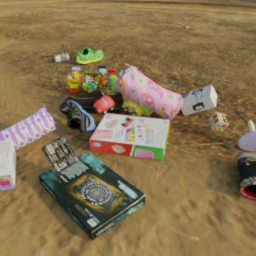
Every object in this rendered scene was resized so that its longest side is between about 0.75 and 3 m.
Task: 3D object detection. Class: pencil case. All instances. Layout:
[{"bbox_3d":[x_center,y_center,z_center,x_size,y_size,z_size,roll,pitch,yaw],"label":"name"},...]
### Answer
[{"bbox_3d":[-3.655,0.102,9.739,2.260,0.948,0.966,-31,76,-17],"label":"pencil case"},{"bbox_3d":[0.841,-1.435,11.461,2.830,1.237,1.237,31,34,-4],"label":"pencil case"}]

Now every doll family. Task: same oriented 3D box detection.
[{"bbox_3d":[-1.451,-1.978,13.423,0.384,0.565,0.977,12,-4,26],"label":"doll family"}]

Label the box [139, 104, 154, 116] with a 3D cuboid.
[{"bbox_3d":[0.915,-0.983,12.556,0.690,0.270,1.131,20,43,29],"label":"box"}]

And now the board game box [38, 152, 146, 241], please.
[{"bbox_3d":[-1.082,1.765,8.058,1.852,0.386,2.738,-25,39,-34],"label":"board game box"}]

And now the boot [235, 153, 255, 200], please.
[{"bbox_3d":[4.271,1.441,8.210,2.100,0.769,1.582,6,31,17],"label":"boot"}]

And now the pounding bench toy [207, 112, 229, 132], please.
[{"bbox_3d":[3.355,-0.103,10.630,0.471,0.758,0.592,13,46,-16],"label":"pounding bench toy"}]

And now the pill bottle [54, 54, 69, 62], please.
[{"bbox_3d":[-4.326,-4.532,18.251,0.828,0.468,0.468,-17,35,-26],"label":"pill bottle"}]

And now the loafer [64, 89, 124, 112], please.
[{"bbox_3d":[-1.420,-1.220,12.176,2.606,0.930,0.951,3,0,-6],"label":"loafer"}]

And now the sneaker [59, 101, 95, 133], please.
[{"bbox_3d":[-2.107,-0.433,10.766,0.819,0.700,1.976,-29,48,-31],"label":"sneaker"}]

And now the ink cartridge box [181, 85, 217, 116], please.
[{"bbox_3d":[3.008,-1.185,12.022,1.380,0.571,1.006,-16,31,30],"label":"ink cartridge box"}]

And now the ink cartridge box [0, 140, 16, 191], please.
[{"bbox_3d":[-4.497,1.192,8.303,2.088,0.797,1.424,-5,45,-15],"label":"ink cartridge box"}]

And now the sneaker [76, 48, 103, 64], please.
[{"bbox_3d":[-2.439,-4.781,18.231,0.805,0.908,2.173,23,37,33],"label":"sneaker"}]

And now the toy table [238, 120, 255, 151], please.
[{"bbox_3d":[4.518,0.319,9.867,1.159,1.066,0.679,-13,24,36],"label":"toy table"}]

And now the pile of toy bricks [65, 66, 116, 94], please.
[{"bbox_3d":[-1.737,-2.198,13.993,2.575,1.429,1.271,0,69,-20],"label":"pile of toy bricks"}]

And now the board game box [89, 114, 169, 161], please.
[{"bbox_3d":[0.130,0.256,10.364,2.595,0.523,1.986,7,32,12],"label":"board game box"}]

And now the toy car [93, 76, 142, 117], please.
[{"bbox_3d":[-0.476,-1.466,11.822,2.233,0.498,2.102,5,54,-29],"label":"toy car"}]

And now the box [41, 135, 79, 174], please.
[{"bbox_3d":[-1.959,0.780,8.075,0.726,0.887,0.382,-32,2,-23],"label":"box"}]
